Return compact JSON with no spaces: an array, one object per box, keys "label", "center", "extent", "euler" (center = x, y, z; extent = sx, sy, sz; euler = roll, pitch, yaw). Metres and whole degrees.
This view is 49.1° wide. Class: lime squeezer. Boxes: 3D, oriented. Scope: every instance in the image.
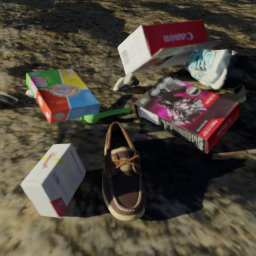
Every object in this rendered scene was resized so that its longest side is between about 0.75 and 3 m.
[{"label":"lime squeezer","center":[-1.204,-0.647,8.191],"extent":[2.453,0.463,0.866],"euler":[22,83,18]}]

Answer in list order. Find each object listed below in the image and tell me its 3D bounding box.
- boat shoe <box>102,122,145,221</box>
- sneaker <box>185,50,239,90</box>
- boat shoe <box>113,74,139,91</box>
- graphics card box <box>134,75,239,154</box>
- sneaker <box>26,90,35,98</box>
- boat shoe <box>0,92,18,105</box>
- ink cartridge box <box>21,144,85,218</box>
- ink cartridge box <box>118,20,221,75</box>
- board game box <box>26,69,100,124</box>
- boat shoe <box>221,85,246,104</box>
[{"label":"boat shoe","center":[-0.142,0.799,6.169],"extent":[0.903,0.901,2.502],"euler":[-3,38,-4]},{"label":"sneaker","center":[2.406,-1.909,8.741],"extent":[1.223,1.100,2.833],"euler":[27,3,-2]},{"label":"boat shoe","center":[-0.079,-1.401,9.181],"extent":[0.407,1.296,0.471],"euler":[31,71,-21]},{"label":"graphics card box","center":[1.568,-0.494,7.831],"extent":[2.458,0.625,1.542],"euler":[30,63,35]},{"label":"sneaker","center":[-2.910,-1.250,9.178],"extent":[0.910,0.452,0.355],"euler":[-6,61,0]},{"label":"boat shoe","center":[-4.494,-0.864,8.798],"extent":[2.087,0.758,0.655],"euler":[10,81,4]},{"label":"ink cartridge box","center":[-1.476,1.047,5.779],"extent":[0.518,0.901,1.242],"euler":[-4,33,24]},{"label":"ink cartridge box","center":[1.386,-2.852,9.539],"extent":[2.618,1.098,2.299],"euler":[-17,0,-29]},{"label":"board game box","center":[-1.824,-0.955,7.744],"extent":[1.400,0.369,1.830],"euler":[-15,49,-33]},{"label":"boat shoe","center":[3.088,-0.948,8.659],"extent":[1.589,0.605,0.569],"euler":[-28,36,-35]}]
